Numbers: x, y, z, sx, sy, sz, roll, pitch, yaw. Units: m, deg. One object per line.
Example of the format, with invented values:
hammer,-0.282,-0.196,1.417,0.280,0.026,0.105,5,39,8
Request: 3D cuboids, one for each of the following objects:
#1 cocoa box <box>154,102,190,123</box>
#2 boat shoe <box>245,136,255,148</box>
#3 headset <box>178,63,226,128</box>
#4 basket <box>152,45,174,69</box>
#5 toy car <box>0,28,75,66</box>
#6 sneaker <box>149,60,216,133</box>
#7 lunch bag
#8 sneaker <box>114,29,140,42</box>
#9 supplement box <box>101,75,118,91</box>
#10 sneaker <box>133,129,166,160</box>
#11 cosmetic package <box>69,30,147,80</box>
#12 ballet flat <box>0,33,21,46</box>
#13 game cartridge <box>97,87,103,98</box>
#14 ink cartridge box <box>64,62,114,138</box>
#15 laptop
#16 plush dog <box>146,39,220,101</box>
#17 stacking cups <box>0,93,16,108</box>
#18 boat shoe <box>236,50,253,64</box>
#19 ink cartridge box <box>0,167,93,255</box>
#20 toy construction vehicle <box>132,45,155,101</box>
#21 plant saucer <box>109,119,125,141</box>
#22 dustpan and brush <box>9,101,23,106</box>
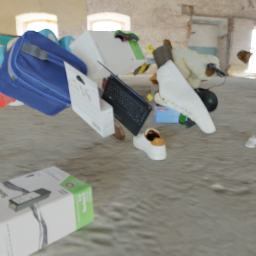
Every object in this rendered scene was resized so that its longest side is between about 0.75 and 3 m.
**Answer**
cocoa box,2.777,-1.236,16.105,2.477,1.625,1.652,0,15,2
boat shoe,5.264,0.557,11.927,0.360,0.355,1.016,11,19,35
headset,2.370,-1.025,9.337,1.034,2.201,1.359,36,10,-12
basket,1.215,-2.129,9.209,0.629,0.924,0.833,-15,-6,-6
toy car,-3.385,-2.038,11.009,2.550,2.766,2.447,-10,1,25
sneaker,1.461,-0.702,7.951,1.076,2.542,0.926,-35,-31,11
lunch bag,-2.253,-1.452,7.871,2.330,1.583,1.541,27,-34,-35
sneaker,-0.062,-3.244,10.092,0.962,0.403,0.369,13,-17,-1
supplement box,-0.812,-2.108,12.532,0.547,0.991,0.424,-14,44,-31
sneaker,0.861,0.423,11.202,0.877,1.020,2.409,-7,15,-20
cosmetic package,-0.672,-2.779,10.579,1.157,1.467,2.726,-25,1,39
ballet flat,-4.720,-3.680,11.794,1.843,0.627,0.620,3,24,-46
game cartridge,-1.434,-1.398,12.002,0.233,0.786,1.212,-39,12,33
ink cartridge box,-0.946,-0.746,6.741,0.355,1.416,1.632,-24,40,-28
laptop,-0.223,-0.622,6.671,1.427,1.610,0.832,42,42,16
plush dog,2.064,-2.082,10.977,2.675,2.146,2.297,-28,-28,12
stacking cups,-3.289,-1.409,8.969,0.750,0.750,2.478,5,33,17
boat shoe,3.459,-2.146,8.411,0.341,0.361,1.004,30,15,4
ink cartridge box,-2.181,1.801,6.154,1.672,0.965,2.298,15,21,43
toy construction vehicle,1.110,-2.525,13.488,0.845,2.089,2.399,-33,-7,-31
plant saucer,-0.663,0.084,12.558,0.229,1.331,1.331,-38,0,23
dustpan and brush,-4.668,-1.239,11.956,1.856,0.531,1.296,24,25,29
